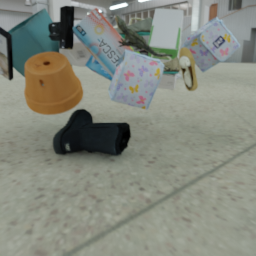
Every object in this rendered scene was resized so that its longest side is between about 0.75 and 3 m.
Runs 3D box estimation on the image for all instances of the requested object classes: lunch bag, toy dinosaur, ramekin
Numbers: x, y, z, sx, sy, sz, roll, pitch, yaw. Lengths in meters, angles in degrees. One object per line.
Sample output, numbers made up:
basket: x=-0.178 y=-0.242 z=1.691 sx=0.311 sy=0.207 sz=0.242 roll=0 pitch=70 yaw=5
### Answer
lunch bag: x=3.204 y=-3.239 z=10.931 sx=1.740 sy=1.475 sz=1.106 roll=-27 pitch=25 yaw=47
toy dinosaur: x=0.229 y=-2.067 z=6.810 sx=1.701 sy=0.404 sz=0.750 roll=24 pitch=-5 yaw=-30
ramekin: x=-1.879 y=-3.322 z=11.398 sx=1.955 sy=0.953 sz=1.955 roll=-2 pitch=-21 yaw=-1
lunch bag: x=0.194 y=-1.206 z=6.906 sx=1.053 sy=1.242 sz=0.790 roll=12 pitch=31 yaw=-18

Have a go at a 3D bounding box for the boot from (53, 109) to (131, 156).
boot: x=-0.998 y=0.126 z=9.610 sx=2.280 sy=1.036 sz=2.713 roll=0 pitch=24 yaw=12

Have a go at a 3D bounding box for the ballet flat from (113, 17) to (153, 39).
ballet flat: x=-0.009 y=-4.199 z=11.858 sx=2.405 sy=0.766 sz=0.811 roll=2 pitch=6 yaw=29

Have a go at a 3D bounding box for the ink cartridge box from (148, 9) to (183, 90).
ink cartridge box: x=1.526 y=-3.083 z=11.406 sx=1.127 sy=1.953 sz=2.674 roll=8 pitch=-25 yaw=10

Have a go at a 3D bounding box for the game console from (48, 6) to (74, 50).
game console: x=-2.346 y=-3.415 z=9.643 sx=0.271 sy=1.326 sz=2.248 roll=-4 pitch=18 yaw=-31

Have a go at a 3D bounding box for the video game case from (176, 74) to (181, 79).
video game case: x=1.676 y=-2.579 z=13.399 sx=1.304 sy=0.150 sz=1.188 roll=-20 pitch=49 yaw=-20

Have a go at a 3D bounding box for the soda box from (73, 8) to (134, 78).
soda box: x=-0.352 y=-1.964 z=7.816 sx=0.879 sy=2.570 sz=0.817 roll=-42 pitch=9 yaw=-1

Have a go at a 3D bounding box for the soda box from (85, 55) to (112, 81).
soda box: x=-0.936 y=-2.237 z=10.533 sx=1.560 sy=0.529 sz=0.500 roll=34 pitch=2 yaw=41

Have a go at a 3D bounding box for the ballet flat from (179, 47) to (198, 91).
ballet flat: x=1.937 y=-1.888 z=9.101 sx=0.499 sy=1.453 sz=0.458 roll=-11 pitch=13 yaw=40

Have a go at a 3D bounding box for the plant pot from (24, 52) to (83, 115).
plant pot: x=-2.597 y=-1.606 z=9.460 sx=2.004 sy=1.403 sz=2.004 roll=0 pitch=46 yaw=0

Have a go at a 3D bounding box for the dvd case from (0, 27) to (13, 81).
dvd case: x=-4.478 y=-2.665 z=9.007 sx=1.723 sy=2.415 sz=0.212 roll=36 pitch=60 yaw=-3

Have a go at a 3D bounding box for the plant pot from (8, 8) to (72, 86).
plant pot: x=-3.706 y=-3.114 z=11.812 sx=1.899 sy=2.687 sz=1.898 roll=-18 pitch=35 yaw=26

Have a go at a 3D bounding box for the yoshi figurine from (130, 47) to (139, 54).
yoshi figurine: x=-0.111 y=-3.153 z=12.912 sx=1.291 sy=1.296 sz=2.305 roll=29 pitch=-4 yaw=-12

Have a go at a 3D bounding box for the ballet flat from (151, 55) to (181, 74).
ballet flat: x=0.737 y=-1.953 z=8.833 sx=1.811 sy=0.682 sz=0.614 roll=-7 pitch=4 yaw=1
